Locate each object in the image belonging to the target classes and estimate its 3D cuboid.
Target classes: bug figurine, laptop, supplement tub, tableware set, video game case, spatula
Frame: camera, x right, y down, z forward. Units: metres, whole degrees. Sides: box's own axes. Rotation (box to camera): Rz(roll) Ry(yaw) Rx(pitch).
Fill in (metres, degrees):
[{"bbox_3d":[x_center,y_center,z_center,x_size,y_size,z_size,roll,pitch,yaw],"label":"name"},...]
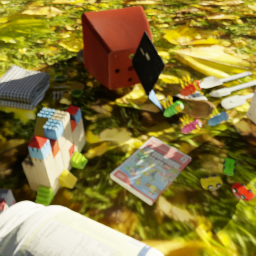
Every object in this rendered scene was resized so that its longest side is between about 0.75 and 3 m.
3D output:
[{"bbox_3d":[2.092,-0.541,8.804,1.687,2.176,0.560,-34,29,31],"label":"bug figurine"},{"bbox_3d":[0.929,-1.945,10.026,1.106,2.141,1.897,-1,50,-27],"label":"laptop"},{"bbox_3d":[-1.031,2.740,5.049,2.969,2.152,2.152,17,44,19],"label":"supplement tub"},{"bbox_3d":[-2.511,-1.858,11.756,1.299,0.296,1.929,-5,41,-6],"label":"tableware set"},{"bbox_3d":[0.708,1.181,8.350,1.492,0.182,2.086,29,49,29],"label":"video game case"},{"bbox_3d":[4.538,-1.717,11.654,2.862,0.230,1.990,-18,43,-19],"label":"spatula"}]

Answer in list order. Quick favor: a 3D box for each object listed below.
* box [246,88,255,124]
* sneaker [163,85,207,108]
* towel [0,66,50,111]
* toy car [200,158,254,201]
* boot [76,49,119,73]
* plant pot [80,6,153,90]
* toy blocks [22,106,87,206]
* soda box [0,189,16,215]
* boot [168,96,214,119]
[{"bbox_3d":[5.714,-0.950,9.726,2.527,1.572,1.232,-13,43,-14],"label":"box"},{"bbox_3d":[2.061,-1.145,10.675,1.737,0.609,0.942,-3,46,-14],"label":"sneaker"},{"bbox_3d":[-4.167,-1.611,11.028,1.687,0.872,2.038,6,41,6],"label":"towel"},{"bbox_3d":[2.834,1.427,7.972,1.421,0.317,1.337,15,43,15],"label":"toy car"},{"bbox_3d":[-1.008,-3.298,12.874,2.181,0.870,2.399,-41,44,-20],"label":"boot"},{"bbox_3d":[-0.311,-3.101,11.584,2.655,2.652,2.340,-13,50,-15],"label":"plant pot"},{"bbox_3d":[-2.057,0.379,7.897,1.444,1.975,2.890,11,42,12],"label":"toy blocks"},{"bbox_3d":[-4.145,2.005,6.945,2.440,0.774,0.854,3,40,4],"label":"soda box"},{"bbox_3d":[1.976,-0.727,9.155,1.680,0.634,0.619,15,83,47],"label":"boot"}]
